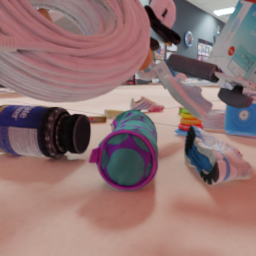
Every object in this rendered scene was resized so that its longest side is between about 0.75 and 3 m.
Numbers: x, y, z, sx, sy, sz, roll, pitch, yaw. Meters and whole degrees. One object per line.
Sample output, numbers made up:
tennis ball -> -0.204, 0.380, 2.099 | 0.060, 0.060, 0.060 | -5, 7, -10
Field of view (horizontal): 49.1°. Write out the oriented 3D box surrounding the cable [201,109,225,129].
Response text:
cable -> 3.408, -0.403, 11.716 | 1.860, 0.644, 1.860 | -2, 11, -1

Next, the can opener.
can opener -> 1.854, -1.112, 6.588 | 2.264, 0.757, 0.604 | 26, 8, 35

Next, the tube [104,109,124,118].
tube -> -0.376, -0.704, 13.868 | 1.644, 0.427, 0.477 | 0, 49, -23

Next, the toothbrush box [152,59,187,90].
toothbrush box -> 1.541, -1.984, 10.209 | 0.544, 0.934, 1.276 | -30, -1, 33

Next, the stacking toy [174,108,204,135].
stacking toy -> 2.241, -0.590, 9.995 | 0.918, 1.673, 0.971 | 7, 14, 31

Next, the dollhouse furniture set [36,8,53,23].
dollhouse furniture set -> -1.965, -2.419, 5.262 | 0.679, 0.795, 1.535 | -26, 0, -7

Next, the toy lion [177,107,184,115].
toy lion -> 3.323, -0.753, 14.202 | 1.219, 0.437, 1.271 | 3, 9, -22

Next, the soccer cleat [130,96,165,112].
soccer cleat -> 1.106, -1.345, 15.716 | 2.048, 0.884, 0.715 | -2, 12, -12

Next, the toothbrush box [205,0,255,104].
toothbrush box -> 3.317, -2.148, 7.439 | 1.048, 2.457, 1.799 | 2, 44, -23

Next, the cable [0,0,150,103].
cable -> -0.920, -1.521, 3.893 | 2.575, 2.575, 0.892 | 14, -35, -25

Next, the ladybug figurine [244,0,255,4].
ladybug figurine -> 2.944, -2.992, 6.020 | 1.301, 0.468, 0.883 | 5, 52, 9

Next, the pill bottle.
pill bottle -> -2.311, 0.090, 7.469 | 2.444, 1.367, 1.367 | 3, 12, 16

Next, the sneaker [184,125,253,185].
sneaker -> 2.008, 0.627, 6.482 | 1.040, 0.900, 2.400 | 5, 19, -8

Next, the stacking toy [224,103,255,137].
stacking toy -> 4.830, -0.376, 10.631 | 1.492, 1.411, 2.571 | 6, 1, 41

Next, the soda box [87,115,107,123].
soda box -> -1.431, -0.382, 12.443 | 0.936, 0.300, 0.317 | -3, 12, -13

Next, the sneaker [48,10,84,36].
sneaker -> -1.987, -2.979, 7.811 | 2.581, 0.951, 1.492 | -4, 50, 23

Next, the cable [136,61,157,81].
cable -> 0.801, -2.477, 11.951 | 0.971, 0.971, 0.336 | -7, -23, 4

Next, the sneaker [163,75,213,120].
sneaker -> 1.073, -0.614, 4.981 | 0.417, 1.018, 0.376 | -42, -5, -14

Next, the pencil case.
pencil case -> 0.036, 0.358, 6.510 | 1.319, 1.215, 2.855 | 16, 12, 0

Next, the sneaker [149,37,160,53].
sneaker -> 0.450, -3.742, 11.229 | 1.925, 0.720, 1.022 | 18, -34, -3

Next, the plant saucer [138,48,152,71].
plant saucer -> -0.143, -2.537, 8.226 | 2.061, 2.061, 0.333 | -10, -28, -41

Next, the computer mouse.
computer mouse -> 0.827, -2.810, 6.767 | 1.180, 0.472, 2.153 | 34, 39, -22
